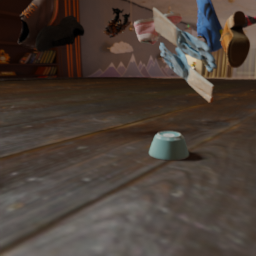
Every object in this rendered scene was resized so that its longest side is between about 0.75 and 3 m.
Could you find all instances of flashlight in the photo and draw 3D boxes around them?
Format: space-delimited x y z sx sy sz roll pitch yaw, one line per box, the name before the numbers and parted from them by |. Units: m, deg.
flashlight | 3.658 -3.117 7.872 1.013 0.344 0.343 -17 -1 12

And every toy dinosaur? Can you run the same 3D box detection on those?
toy dinosaur | -0.394 -3.967 10.700 0.752 1.000 1.473 23 40 2

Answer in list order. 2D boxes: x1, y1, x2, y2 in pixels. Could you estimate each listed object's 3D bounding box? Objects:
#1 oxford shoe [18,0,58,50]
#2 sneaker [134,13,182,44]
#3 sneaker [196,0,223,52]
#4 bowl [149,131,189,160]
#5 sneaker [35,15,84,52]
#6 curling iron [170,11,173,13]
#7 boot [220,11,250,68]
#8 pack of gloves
oxford shoe | -2.898 -3.616 8.935 0.857 2.350 0.838 -7 38 -47
sneaker | 0.743 -2.308 6.640 1.141 0.597 0.430 -11 -1 4
sneaker | 2.071 -2.881 7.557 0.669 1.706 0.562 -21 3 21
bowl | 0.923 0.365 6.321 0.909 0.476 0.909 0 14 0
sneaker | -2.164 -2.937 8.989 1.738 0.789 0.660 -42 -15 -18
curling iron | 1.884 -4.586 11.361 0.097 0.189 0.761 -37 47 1
boot | 2.255 -1.804 6.164 0.469 1.222 0.949 -2 -6 2
pack of gloves | 1.208 -1.492 5.623 0.339 1.443 1.717 -36 62 -10
